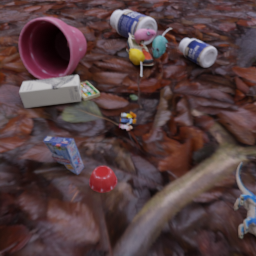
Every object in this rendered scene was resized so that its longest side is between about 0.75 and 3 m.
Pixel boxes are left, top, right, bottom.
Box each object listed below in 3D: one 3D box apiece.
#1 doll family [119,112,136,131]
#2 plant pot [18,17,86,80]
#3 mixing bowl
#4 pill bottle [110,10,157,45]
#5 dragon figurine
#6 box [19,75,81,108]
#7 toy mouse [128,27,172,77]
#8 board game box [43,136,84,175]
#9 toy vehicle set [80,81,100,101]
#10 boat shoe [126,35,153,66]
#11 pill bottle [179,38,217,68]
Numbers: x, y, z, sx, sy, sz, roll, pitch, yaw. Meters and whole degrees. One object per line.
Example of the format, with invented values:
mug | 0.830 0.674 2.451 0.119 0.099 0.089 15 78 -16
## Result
doll family | 0.007 -0.275 9.345 0.515 0.374 0.830 6 40 7
plant pot | -2.874 -3.319 11.646 2.418 2.418 2.164 12 26 14
mixing bowl | -0.677 1.295 7.427 0.751 0.407 0.751 0 41 0
pill bottle | 0.196 -5.376 14.732 1.362 1.362 2.453 -29 48 -31
dragon figurine | 3.086 1.924 6.345 1.137 0.673 2.286 3 49 4
box | -2.790 -1.333 10.244 2.071 0.708 0.851 -8 38 -3
toy mouse | 0.902 -3.763 12.147 2.238 0.487 2.518 -33 56 10
board game box | -1.732 0.771 7.694 1.100 1.099 0.339 3 40 37
toy vehicle set | -1.656 -1.454 10.957 0.666 0.142 1.072 -23 45 -25
boat shoe | 0.532 -3.596 13.066 0.808 0.710 2.271 -7 39 -22
pill bottle | 3.122 -3.485 12.781 0.940 0.940 1.693 -21 42 -23
